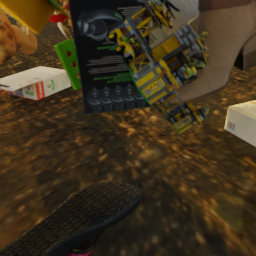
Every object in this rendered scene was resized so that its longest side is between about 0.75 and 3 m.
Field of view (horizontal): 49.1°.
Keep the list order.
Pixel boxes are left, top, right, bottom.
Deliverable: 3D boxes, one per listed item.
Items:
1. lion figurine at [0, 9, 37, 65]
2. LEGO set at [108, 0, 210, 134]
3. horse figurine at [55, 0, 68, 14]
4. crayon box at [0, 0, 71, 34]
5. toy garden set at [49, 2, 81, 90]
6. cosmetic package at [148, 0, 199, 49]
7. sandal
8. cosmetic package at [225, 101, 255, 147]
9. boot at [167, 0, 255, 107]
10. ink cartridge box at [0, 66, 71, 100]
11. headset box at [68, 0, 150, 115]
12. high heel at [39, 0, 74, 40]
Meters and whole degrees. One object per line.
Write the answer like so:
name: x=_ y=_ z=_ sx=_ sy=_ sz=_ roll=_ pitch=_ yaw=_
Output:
lion figurine: x=-2.719 y=-2.171 z=6.764 sx=0.802 sy=1.356 sz=2.214 roll=-19 pitch=3 yaw=26
LEGO set: x=0.637 y=-0.781 z=3.345 sx=1.016 sy=1.754 sz=1.349 roll=-32 pitch=56 yaw=14
horse figurine: x=-1.492 y=-2.852 z=6.257 sx=0.779 sy=0.516 sz=0.194 roll=8 pitch=2 yaw=-2
crayon box: x=-2.537 y=-2.793 z=5.033 sx=2.813 sy=0.715 sz=1.786 roll=36 pitch=1 yaw=17
toy garden set: x=-0.873 y=-2.501 z=7.148 sx=2.542 sy=2.119 sz=0.507 roll=-37 pitch=28 yaw=-29
cosmetic package: x=1.361 y=-3.065 z=6.830 sx=2.701 sy=1.000 sz=1.373 roll=-43 pitch=10 yaw=-15
sandal: x=-0.843 y=1.516 z=3.929 sx=2.349 sy=0.529 sz=0.882 roll=-30 pitch=31 yaw=-22
cosmetic package: x=3.638 y=0.175 z=6.274 sx=1.173 sy=0.720 sz=2.843 roll=-11 pitch=28 yaw=-23
boot: x=1.691 y=-1.846 z=5.525 sx=2.749 sy=2.010 sz=0.966 roll=-30 pitch=34 yaw=-13
ink cartridge box: x=-3.386 y=-1.484 z=9.750 sx=1.420 sy=0.656 sz=2.607 roll=14 pitch=30 yaw=25
headset box: x=-0.375 y=-1.682 z=4.983 sx=1.159 sy=2.499 sz=2.176 roll=-7 pitch=28 yaw=-6
high heel: x=-1.751 y=-3.739 z=8.912 sx=2.457 sy=1.751 sz=0.877 roll=-18 pitch=63 yaw=-49
